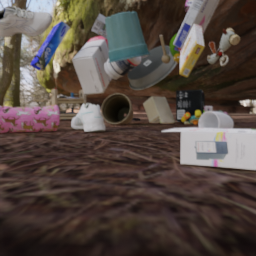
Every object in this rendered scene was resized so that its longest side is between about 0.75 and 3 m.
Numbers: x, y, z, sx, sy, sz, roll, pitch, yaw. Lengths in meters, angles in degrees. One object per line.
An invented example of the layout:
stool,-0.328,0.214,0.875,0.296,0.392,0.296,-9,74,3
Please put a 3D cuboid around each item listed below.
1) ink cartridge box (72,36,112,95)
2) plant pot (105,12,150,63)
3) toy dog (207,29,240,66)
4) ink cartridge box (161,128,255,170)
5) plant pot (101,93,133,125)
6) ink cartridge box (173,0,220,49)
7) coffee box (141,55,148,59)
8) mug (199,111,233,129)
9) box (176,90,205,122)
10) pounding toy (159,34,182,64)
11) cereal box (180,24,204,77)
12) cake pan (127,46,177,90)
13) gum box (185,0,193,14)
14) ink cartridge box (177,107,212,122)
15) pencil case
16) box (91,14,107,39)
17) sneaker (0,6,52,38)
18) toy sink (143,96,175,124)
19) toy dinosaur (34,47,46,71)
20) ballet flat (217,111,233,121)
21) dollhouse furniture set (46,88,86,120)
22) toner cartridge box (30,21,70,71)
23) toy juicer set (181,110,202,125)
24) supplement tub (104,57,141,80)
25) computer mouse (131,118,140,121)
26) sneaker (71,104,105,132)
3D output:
ink cartridge box,-1.547,-3.093,13.686,1.080,1.912,2.610,-3,36,18
plant pot,-0.120,-3.302,10.239,1.595,1.562,1.595,-12,14,3
toy dog,3.480,-3.123,10.536,0.701,1.455,0.960,23,11,-29
ink cartridge box,1.134,0.235,3.595,1.282,0.432,0.751,2,4,27
plant pot,-0.325,-0.719,12.694,1.414,1.414,1.227,2,-12,22
ink cartridge box,1.785,-2.653,6.887,0.303,1.376,1.401,37,34,21
coffee box,0.562,-3.635,12.637,0.344,0.862,0.487,-29,34,-1
mug,2.211,-0.062,7.162,0.750,0.632,0.856,1,-15,-36
box,3.126,-1.029,13.917,1.243,1.485,1.999,0,-1,19
pounding toy,1.827,-2.813,10.319,1.553,1.199,0.721,7,41,31
cereal box,1.278,-1.587,5.708,0.198,0.720,1.001,18,41,-6
cake pan,1.111,-3.021,13.749,2.852,2.852,0.523,5,-37,51
gum box,2.187,-3.810,9.208,0.413,0.709,1.250,10,-18,20
ink cartridge box,3.995,-0.819,16.300,1.482,0.873,2.574,2,4,30
pencil case,-3.154,-0.288,8.492,2.063,0.854,0.892,-3,2,-27
box,-0.722,-4.138,12.085,1.589,0.327,1.239,28,-10,-14
sneaker,-3.588,-3.557,9.266,2.102,0.783,0.915,-11,-24,-7
toy sink,1.520,-0.727,13.971,0.966,1.482,0.830,-3,-24,-41
toy dinosaur,-3.283,-2.530,10.453,0.451,1.024,0.243,-5,-16,6
ballet flat,4.201,-0.384,12.373,0.683,0.664,1.920,26,17,32
dollhouse furniture set,-4.096,-1.497,18.240,1.971,1.960,2.797,-2,4,-27
toner cartridge box,-3.416,-3.557,12.229,0.467,2.163,1.028,34,-14,-32
toy juicer set,2.857,-0.302,12.647,0.902,0.386,1.418,-9,-23,10
supplement tub,-0.245,-2.804,11.943,1.410,0.989,0.989,-31,-15,33
computer mouse,-0.159,-0.504,16.606,1.799,0.306,0.527,6,13,-5
sneaker,-1.317,-0.351,9.252,0.786,0.896,2.235,-4,4,-28
